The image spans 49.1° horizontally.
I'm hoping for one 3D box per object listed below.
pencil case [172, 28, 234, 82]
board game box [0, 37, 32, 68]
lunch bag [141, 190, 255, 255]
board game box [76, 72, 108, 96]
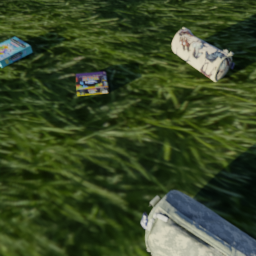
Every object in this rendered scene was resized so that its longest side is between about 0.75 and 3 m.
[{"bbox_3d":[2.769,-2.876,10.732,1.006,1.157,2.586,11,29,-51],"label":"pencil case"},{"bbox_3d":[-4.907,-3.136,11.515,1.099,0.342,1.456,32,55,26],"label":"board game box"},{"bbox_3d":[1.381,2.243,5.531,2.124,1.781,1.480,30,66,23],"label":"lunch bag"},{"bbox_3d":[-1.316,-1.607,10.147,1.113,0.316,0.920,-7,49,-6],"label":"board game box"}]
